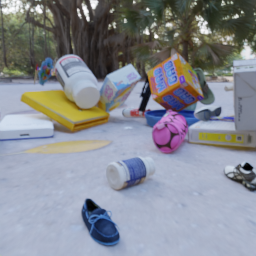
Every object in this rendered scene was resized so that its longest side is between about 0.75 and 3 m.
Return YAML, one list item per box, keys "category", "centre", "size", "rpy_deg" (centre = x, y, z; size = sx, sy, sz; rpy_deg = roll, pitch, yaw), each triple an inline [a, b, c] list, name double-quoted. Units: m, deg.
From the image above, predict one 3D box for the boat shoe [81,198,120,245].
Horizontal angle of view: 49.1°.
- category: "boat shoe"
  centre: [-0.467, 1.334, 4.069]
  size: [0.418, 0.341, 0.994]
  rpy_deg: [-9, 15, -36]

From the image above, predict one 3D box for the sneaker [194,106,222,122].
- category: "sneaker"
  centre: [2.676, -0.526, 9.664]
  size: [1.226, 0.457, 0.534]
  rpy_deg: [-10, 22, -36]

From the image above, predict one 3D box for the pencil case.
- category: "pencil case"
  centre: [1.279, 0.054, 8.562]
  size: [0.941, 0.971, 2.073]
  rpy_deg: [-15, 7, 17]

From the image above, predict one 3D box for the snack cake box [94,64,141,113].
- category: "snack cake box"
  centre: [-0.535, -1.573, 12.147]
  size: [1.342, 0.784, 2.334]
  rpy_deg: [-31, -10, -30]

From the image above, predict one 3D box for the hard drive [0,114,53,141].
- category: "hard drive"
  centre: [-3.825, -0.096, 10.587]
  size: [1.871, 0.360, 2.837]
  rpy_deg: [-4, 14, -16]

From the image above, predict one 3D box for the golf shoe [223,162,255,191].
- category: "golf shoe"
  centre: [2.381, 0.894, 5.798]
  size: [0.410, 0.498, 1.054]
  rpy_deg: [-5, 11, -17]

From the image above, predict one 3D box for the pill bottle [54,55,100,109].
- category: "pill bottle"
  centre: [-2.127, -1.931, 11.851]
  size: [1.415, 1.415, 2.557]
  rpy_deg: [-6, 39, -27]

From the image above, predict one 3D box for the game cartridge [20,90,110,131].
- category: "game cartridge"
  centre: [-2.561, -0.820, 11.526]
  size: [2.872, 0.466, 2.532]
  rpy_deg: [26, 20, 22]

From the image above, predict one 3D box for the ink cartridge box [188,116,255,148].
- category: "ink cartridge box"
  centre: [3.706, 0.075, 9.266]
  size: [2.728, 0.641, 2.696]
  rpy_deg: [6, 12, 29]

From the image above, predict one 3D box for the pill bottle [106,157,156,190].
- category: "pill bottle"
  centre: [0.080, 0.885, 5.717]
  size: [0.968, 0.537, 0.537]
  rpy_deg: [-9, 15, -37]

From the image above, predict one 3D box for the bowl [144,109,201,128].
- category: "bowl"
  centre: [1.940, -0.380, 11.780]
  size: [2.505, 0.492, 2.505]
  rpy_deg: [0, 12, 0]

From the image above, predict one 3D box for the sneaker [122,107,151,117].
- category: "sneaker"
  centre: [0.472, -0.757, 13.578]
  size: [1.417, 0.473, 0.760]
  rpy_deg: [-4, 10, -30]

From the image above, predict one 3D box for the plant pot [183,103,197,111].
- category: "plant pot"
  centre: [2.830, -0.997, 13.924]
  size: [1.203, 0.806, 1.203]
  rpy_deg: [0, 11, 0]

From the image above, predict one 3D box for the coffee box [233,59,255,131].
- category: "coffee box"
  centre: [3.743, -1.122, 8.385]
  size: [1.137, 1.631, 2.853]
  rpy_deg: [0, 19, 20]

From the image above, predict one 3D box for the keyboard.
- category: "keyboard"
  centre: [0.911, -1.722, 12.571]
  size: [0.218, 2.112, 1.342]
  rpy_deg: [22, 8, 21]

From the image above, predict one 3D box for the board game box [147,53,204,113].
- category: "board game box"
  centre: [1.911, -1.743, 11.402]
  size: [1.506, 1.506, 1.507]
  rpy_deg: [-28, -38, 30]

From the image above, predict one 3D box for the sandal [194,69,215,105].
- category: "sandal"
  centre: [3.062, -1.726, 11.750]
  size: [0.685, 1.726, 0.492]
  rpy_deg: [-24, -16, 17]

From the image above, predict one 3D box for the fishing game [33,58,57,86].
- category: "fishing game"
  centre: [-3.456, -2.350, 11.875]
  size: [0.265, 1.223, 1.707]
  rpy_deg: [21, 23, 5]

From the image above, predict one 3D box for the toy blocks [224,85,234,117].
- category: "toy blocks"
  centre: [5.321, -1.057, 11.901]
  size: [1.586, 1.761, 1.884]
  rpy_deg: [-9, 11, -16]
